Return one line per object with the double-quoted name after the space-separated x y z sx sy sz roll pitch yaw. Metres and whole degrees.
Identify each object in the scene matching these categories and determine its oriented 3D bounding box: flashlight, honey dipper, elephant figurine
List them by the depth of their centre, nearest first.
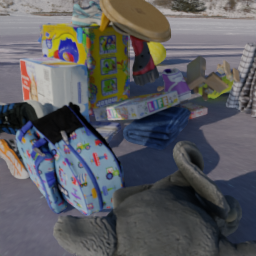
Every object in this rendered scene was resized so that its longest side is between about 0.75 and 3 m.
0.598 1.061 3.375 1.737 1.905 2.455 -4 24 14 "elephant figurine"
0.252 -2.998 10.107 0.976 2.873 0.973 -15 25 18 "flashlight"
1.912 -1.878 12.212 1.811 0.344 0.344 -25 33 -37 "honey dipper"

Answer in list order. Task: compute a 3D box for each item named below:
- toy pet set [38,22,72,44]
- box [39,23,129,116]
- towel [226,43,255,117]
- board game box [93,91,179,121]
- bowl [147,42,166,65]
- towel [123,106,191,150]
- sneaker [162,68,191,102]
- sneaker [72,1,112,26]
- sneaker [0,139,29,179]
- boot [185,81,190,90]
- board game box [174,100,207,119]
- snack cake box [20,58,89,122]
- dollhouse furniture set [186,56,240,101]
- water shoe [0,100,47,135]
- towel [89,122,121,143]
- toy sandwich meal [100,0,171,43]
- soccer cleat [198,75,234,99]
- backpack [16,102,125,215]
-2.521 -3.365 10.756 1.514 1.621 0.861 28 16 -32 "toy pet set"
-1.491 -2.179 9.747 1.697 2.679 2.781 -22 30 -40 "box"
4.770 -1.661 8.954 2.825 2.340 1.209 -13 39 -26 "towel"
0.167 -0.607 7.926 1.447 0.368 2.153 -22 13 -33 "board game box"
1.235 -4.414 17.012 1.974 1.974 1.062 15 70 33 "bowl"
0.846 -0.152 7.624 1.249 0.543 2.238 10 24 24 "towel"
1.334 -1.240 8.437 0.669 1.052 1.846 -23 -1 -9 "sneaker"
-0.850 -3.252 7.980 1.498 0.647 0.581 -7 26 -16 "sneaker"
-2.231 0.564 5.673 0.456 0.463 1.182 -12 42 -43 "sneaker"
2.309 -1.618 11.374 1.070 0.396 0.877 -9 20 2 "boot"
1.953 -0.629 9.212 0.771 0.236 1.017 -15 27 -32 "board game box"
-2.224 -1.066 8.129 0.998 1.708 2.971 -12 23 -32 "snack cake box"
2.429 -1.384 8.406 1.350 1.241 0.879 28 53 -26 "dollhouse furniture set"
-3.021 -0.130 7.018 2.584 0.924 1.020 1 18 40 "water shoe"
-0.904 0.162 7.377 1.139 0.185 1.551 4 21 15 "towel"
0.145 -2.640 7.052 2.132 0.730 2.132 17 44 -17 "toy sandwich meal"
3.606 -1.688 10.752 2.253 0.942 0.728 -11 44 -26 "soccer cleat"
-0.839 0.677 4.463 1.149 1.559 1.707 -28 49 -28 "backpack"
